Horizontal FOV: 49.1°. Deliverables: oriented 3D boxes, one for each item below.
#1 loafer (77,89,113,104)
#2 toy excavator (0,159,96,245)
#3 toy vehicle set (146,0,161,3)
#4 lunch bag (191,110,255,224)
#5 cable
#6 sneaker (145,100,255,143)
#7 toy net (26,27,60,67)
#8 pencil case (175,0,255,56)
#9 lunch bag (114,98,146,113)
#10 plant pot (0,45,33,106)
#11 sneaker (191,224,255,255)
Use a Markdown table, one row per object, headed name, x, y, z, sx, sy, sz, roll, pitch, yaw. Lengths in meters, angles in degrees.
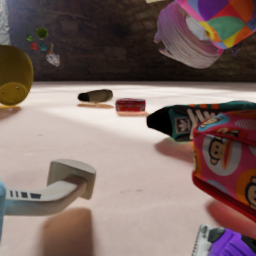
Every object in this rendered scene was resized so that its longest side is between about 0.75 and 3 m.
| name | x | y | z | sx | sy | sz | roll | pitch | yaw |
| --- | --- | --- | --- | --- | --- | --- | --- | --- | --- |
| loafer | -1.748 | -1.564 | 14.363 | 2.035 | 0.770 | 0.695 | -6 | 10 | 19 |
| toy excavator | -1.366 | 0.770 | 2.695 | 2.150 | 1.074 | 2.091 | 11 | 12 | -12 |
| toy vehicle set | 1.059 | -3.776 | 7.327 | 1.235 | 0.767 | 0.164 | -3 | -9 | 19 |
| lunch bag | 2.435 | 0.438 | 3.490 | 2.730 | 1.119 | 2.405 | -5 | 13 | -25 |
| cable | 1.379 | -2.077 | 6.158 | 1.625 | 1.625 | 0.562 | 20 | -34 | -23 |
| sneaker | 1.660 | -0.061 | 6.424 | 1.184 | 1.058 | 2.964 | -13 | 10 | -40 |
| toy net | -2.582 | -2.464 | 8.717 | 0.650 | 1.240 | 0.239 | -37 | 13 | -27 |
| pencil case | 1.199 | -2.586 | 4.876 | 2.830 | 1.251 | 1.251 | 41 | 0 | -17 |
| lunch bag | 0.089 | -0.903 | 11.650 | 1.317 | 0.540 | 1.160 | 0 | 16 | 4 |
| plant pot | -5.801 | -2.209 | 13.483 | 2.836 | 2.836 | 2.013 | -8 | 49 | -34 |
| sneaker | 0.760 | 1.101 | 1.909 | 0.675 | 0.472 | 1.357 | 5 | 12 | 20 |
